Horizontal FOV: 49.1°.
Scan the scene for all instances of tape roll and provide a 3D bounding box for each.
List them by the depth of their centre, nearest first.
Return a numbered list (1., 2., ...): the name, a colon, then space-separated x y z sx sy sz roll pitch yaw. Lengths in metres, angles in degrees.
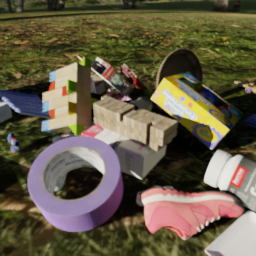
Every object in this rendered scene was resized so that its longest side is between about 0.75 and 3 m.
1. tape roll: -1.323 1.415 7.378 2.336 0.993 2.336 -3 49 3

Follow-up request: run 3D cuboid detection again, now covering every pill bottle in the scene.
1. pill bottle: 3.197 1.459 7.366 2.124 1.210 1.210 24 37 28

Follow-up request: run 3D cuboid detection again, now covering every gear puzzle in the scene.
1. gear puzzle: 0.674 -1.702 12.719 0.379 2.895 1.499 -46 8 1

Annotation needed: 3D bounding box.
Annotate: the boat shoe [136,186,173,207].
1. boat shoe: 0.805 1.848 7.915 1.220 0.423 0.432 -13 30 -24

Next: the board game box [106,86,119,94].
1. board game box: -0.573 -2.043 14.918 1.007 0.233 0.763 7 29 25

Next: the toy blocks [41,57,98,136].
1. toy blocks: -2.349 -1.012 10.372 1.997 2.921 1.460 -9 -14 35

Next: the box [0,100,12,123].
1. box: -5.885 -0.700 12.122 1.112 0.731 1.118 15 33 22

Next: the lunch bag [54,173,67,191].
1. lunch bag: -2.415 1.439 8.625 0.937 0.450 1.168 -4 29 0

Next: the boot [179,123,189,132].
1. boot: 3.406 -0.421 11.919 2.500 0.856 2.354 8 22 -2

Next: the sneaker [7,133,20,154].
1. sneaker: -4.062 0.520 10.043 0.314 0.302 0.801 -33 68 15

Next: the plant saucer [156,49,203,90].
1. plant saucer: 2.226 -2.051 12.505 2.867 2.867 0.494 -22 24 -33

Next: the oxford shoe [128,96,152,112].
1. oxford shoe: 0.374 -0.852 12.086 1.066 0.819 2.836 -22 20 26

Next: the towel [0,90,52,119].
1. towel: -4.407 -1.084 12.432 2.044 0.337 2.823 6 18 -46

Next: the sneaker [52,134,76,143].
1. sneaker: -2.417 0.426 10.675 0.891 0.313 0.366 -8 4 -8

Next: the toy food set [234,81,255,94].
1. toy food set: 6.817 -2.145 15.179 1.348 0.334 2.120 -2 22 -4

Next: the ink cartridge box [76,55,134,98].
1. ink cartridge box: -0.979 -2.496 12.509 0.650 2.580 1.406 -50 40 3

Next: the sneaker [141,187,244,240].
1. sneaker: 1.617 2.223 7.020 2.626 0.968 1.139 5 61 -5

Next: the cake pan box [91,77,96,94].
1. cake pan box: -2.184 -1.693 12.800 1.657 1.799 0.470 20 44 30

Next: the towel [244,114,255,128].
1. towel: 6.580 -0.292 11.938 2.849 0.340 2.063 -19 32 -33

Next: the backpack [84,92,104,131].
1. backpack: -1.462 -0.568 11.255 1.798 1.321 1.645 24 39 24

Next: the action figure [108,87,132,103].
1. action figure: -0.707 -1.304 13.410 1.470 0.985 1.095 -15 58 -27

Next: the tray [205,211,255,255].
1. tray: 2.781 2.738 6.559 1.946 0.216 1.045 -22 35 -34

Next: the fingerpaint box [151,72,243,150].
1. fingerpaint box: 2.657 -0.807 10.514 2.844 1.043 2.373 42 34 16

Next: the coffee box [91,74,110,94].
1. coffee box: -1.696 -2.349 15.103 0.990 0.690 1.730 16 33 26

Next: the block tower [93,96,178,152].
1. block tower: 0.093 -0.194 9.056 2.941 0.794 0.850 24 37 35

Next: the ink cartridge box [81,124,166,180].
1. ink cartridge box: -0.101 0.559 9.591 2.404 1.014 1.740 18 34 28
